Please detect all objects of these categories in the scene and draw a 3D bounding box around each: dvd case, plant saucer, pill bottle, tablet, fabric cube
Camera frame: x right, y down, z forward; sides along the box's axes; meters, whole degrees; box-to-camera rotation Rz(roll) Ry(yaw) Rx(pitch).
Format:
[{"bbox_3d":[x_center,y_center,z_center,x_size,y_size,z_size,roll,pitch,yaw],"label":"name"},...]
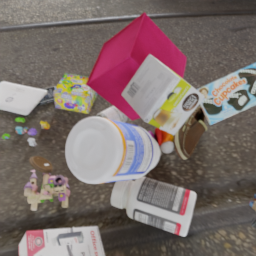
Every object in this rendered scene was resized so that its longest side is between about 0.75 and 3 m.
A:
[{"bbox_3d":[-4.060,-1.528,13.545,1.421,0.176,1.068,-18,47,-18],"label":"dvd case"},{"bbox_3d":[-2.633,1.102,8.535,0.773,0.114,0.773,33,12,-8],"label":"plant saucer"},{"bbox_3d":[-0.173,0.540,6.426,1.339,1.339,2.390,29,8,28],"label":"pill bottle"},{"bbox_3d":[-5.430,-1.461,13.300,2.728,0.186,1.775,13,49,18],"label":"tablet"},{"bbox_3d":[0.333,-2.031,9.961,2.351,2.343,2.306,-21,43,44],"label":"fabric cube"},{"bbox_3d":[0.755,2.286,8.609,2.422,1.341,1.341,15,45,15],"label":"pill bottle"}]

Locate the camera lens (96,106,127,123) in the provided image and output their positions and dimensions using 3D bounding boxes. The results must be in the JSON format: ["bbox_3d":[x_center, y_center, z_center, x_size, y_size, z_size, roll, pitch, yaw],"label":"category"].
[{"bbox_3d":[-0.712,-0.375,11.782,1.122,0.898,0.898,-30,51,-30],"label":"camera lens"}]

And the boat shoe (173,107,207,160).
[{"bbox_3d":[2.540,0.037,11.001,1.028,1.026,2.778,-23,30,36],"label":"boat shoe"}]

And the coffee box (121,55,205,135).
[{"bbox_3d":[0.951,-0.893,7.818,1.397,1.411,1.413,24,19,-41],"label":"coffee box"}]

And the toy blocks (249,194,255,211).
[{"bbox_3d":[3.673,2.034,7.592,0.895,0.447,0.612,-6,26,-19],"label":"toy blocks"}]

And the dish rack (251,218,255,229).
[{"bbox_3d":[3.298,1.811,5.992,1.003,1.308,0.357,12,32,-31],"label":"dish rack"}]

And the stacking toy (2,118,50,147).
[{"bbox_3d":[-4.251,0.150,11.653,1.587,0.373,1.197,8,42,12],"label":"stacking toy"}]

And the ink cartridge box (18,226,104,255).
[{"bbox_3d":[-1.352,2.812,5.893,1.654,0.701,1.204,9,41,-32],"label":"ink cartridge box"}]

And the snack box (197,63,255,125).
[{"bbox_3d":[3.552,-1.137,9.490,2.236,0.415,1.299,-25,81,8],"label":"snack box"}]

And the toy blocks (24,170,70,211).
[{"bbox_3d":[-2.601,1.793,9.068,1.329,1.423,1.197,-4,49,-4],"label":"toy blocks"}]

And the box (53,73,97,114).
[{"bbox_3d":[-2.389,-1.616,12.962,1.604,0.978,1.545,11,44,4],"label":"box"}]

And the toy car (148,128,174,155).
[{"bbox_3d":[1.071,0.469,10.691,1.283,0.962,1.122,-26,44,8],"label":"toy car"}]
